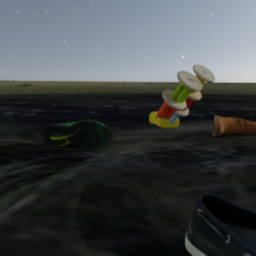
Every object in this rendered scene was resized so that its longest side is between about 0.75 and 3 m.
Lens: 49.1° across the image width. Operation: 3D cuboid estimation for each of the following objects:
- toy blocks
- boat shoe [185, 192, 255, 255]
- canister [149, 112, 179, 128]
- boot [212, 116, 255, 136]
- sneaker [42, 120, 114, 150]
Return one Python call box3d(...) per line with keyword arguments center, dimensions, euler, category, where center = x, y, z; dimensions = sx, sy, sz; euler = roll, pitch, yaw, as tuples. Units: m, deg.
box3d(center=(1.719, -0.879, 9.769), dimensions=(0.903, 2.487, 2.072), euler=(45, 42, 14), category="toy blocks")
box3d(center=(1.690, 1.309, 2.882), dimensions=(0.953, 0.846, 2.551), euler=(-6, 12, -34), category="boat shoe")
box3d(center=(1.748, -0.393, 13.689), dimensions=(1.067, 0.622, 1.436), euler=(-2, 11, -13), category="canister")
box3d(center=(4.302, -0.047, 11.271), dimensions=(1.653, 0.787, 2.137), euler=(10, 16, 23), category="boot")
box3d(center=(-1.610, 0.135, 9.487), dimensions=(2.482, 0.968, 1.057), euler=(3, 10, 22), category="sneaker")
